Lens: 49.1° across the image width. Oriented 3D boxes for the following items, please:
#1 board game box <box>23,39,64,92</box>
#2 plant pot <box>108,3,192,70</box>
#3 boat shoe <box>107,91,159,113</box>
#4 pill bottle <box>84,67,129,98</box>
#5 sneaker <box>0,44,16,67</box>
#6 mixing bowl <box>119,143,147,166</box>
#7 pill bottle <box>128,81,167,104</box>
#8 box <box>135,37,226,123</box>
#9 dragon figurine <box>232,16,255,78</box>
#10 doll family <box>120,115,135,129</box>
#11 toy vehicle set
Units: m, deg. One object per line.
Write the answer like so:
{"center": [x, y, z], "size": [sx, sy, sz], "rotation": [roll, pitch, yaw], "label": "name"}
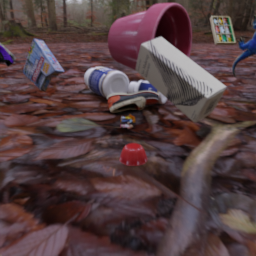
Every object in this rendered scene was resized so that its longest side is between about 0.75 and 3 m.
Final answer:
{"center": [-2.245, -1.555, 7.360], "size": [1.099, 1.100, 0.339], "rotation": [41, 24, 20], "label": "board game box"}
{"center": [0.611, -2.844, 9.368], "size": [2.164, 2.418, 2.418], "rotation": [16, 26, 35], "label": "plant pot"}
{"center": [0.262, -1.039, 11.514], "size": [2.271, 0.808, 0.710], "rotation": [-5, 63, -20], "label": "boat shoe"}
{"center": [-1.152, -2.218, 13.563], "size": [1.362, 1.362, 2.453], "rotation": [-14, 25, -32], "label": "pill bottle"}
{"center": [-4.640, -2.664, 10.250], "size": [0.378, 1.087, 0.541], "rotation": [9, 66, 34], "label": "sneaker"}
{"center": [0.140, 0.663, 7.448], "size": [0.751, 0.407, 0.751], "rotation": [0, 22, 0], "label": "mixing bowl"}
{"center": [0.884, -1.647, 12.697], "size": [1.693, 0.940, 0.940], "rotation": [11, 24, 27], "label": "pill bottle"}
{"center": [1.127, -1.143, 6.430], "size": [0.708, 0.851, 2.071], "rotation": [-29, 60, -30], "label": "box"}
{"center": [3.590, -2.221, 7.437], "size": [0.673, 2.286, 1.137], "rotation": [13, 31, -32], "label": "dragon figurine"}
{"center": [0.000, -0.257, 9.871], "size": [0.515, 0.374, 0.830], "rotation": [1, 21, 2], "label": "doll family"}
{"center": [3.180, -3.273, 9.431], "size": [0.666, 1.072, 0.142], "rotation": [-2, -19, -8], "label": "toy vehicle set"}
